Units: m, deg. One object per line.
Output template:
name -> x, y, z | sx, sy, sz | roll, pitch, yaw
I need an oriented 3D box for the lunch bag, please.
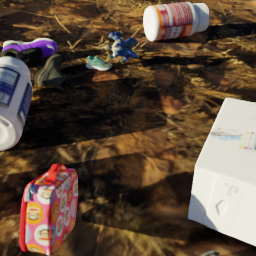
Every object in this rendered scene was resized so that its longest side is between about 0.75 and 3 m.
lunch bag -> -1.426, 1.411, 5.366 | 0.674, 1.449, 1.645 | 5, 6, 6

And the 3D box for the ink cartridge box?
ink cartridge box -> 2.617, 0.898, 6.161 | 1.807, 1.839, 2.499 | 17, 46, 24

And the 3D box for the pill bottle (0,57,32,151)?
pill bottle -> -3.776, -0.869, 8.326 | 1.633, 1.633, 2.941 | -3, 42, -3

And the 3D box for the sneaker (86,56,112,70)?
sneaker -> -1.157, -2.582, 11.054 | 1.063, 0.485, 0.413 | 5, 43, 4

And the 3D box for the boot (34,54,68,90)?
boot -> -2.582, -2.054, 10.482 | 1.110, 0.622, 1.605 | 17, 58, 11

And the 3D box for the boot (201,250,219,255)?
boot -> 1.496, 2.955, 5.098 | 1.177, 0.407, 1.024 | -30, 51, -17

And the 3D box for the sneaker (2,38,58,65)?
sneaker -> -4.002, -2.978, 11.364 | 2.258, 0.785, 1.123 | -5, 49, 1

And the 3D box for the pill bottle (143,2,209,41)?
pill bottle -> 2.209, -4.912, 12.847 | 2.733, 1.497, 1.497 | -12, 44, -13

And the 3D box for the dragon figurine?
dragon figurine -> -0.003, -3.006, 10.779 | 1.181, 0.699, 2.375 | -9, -8, 42
